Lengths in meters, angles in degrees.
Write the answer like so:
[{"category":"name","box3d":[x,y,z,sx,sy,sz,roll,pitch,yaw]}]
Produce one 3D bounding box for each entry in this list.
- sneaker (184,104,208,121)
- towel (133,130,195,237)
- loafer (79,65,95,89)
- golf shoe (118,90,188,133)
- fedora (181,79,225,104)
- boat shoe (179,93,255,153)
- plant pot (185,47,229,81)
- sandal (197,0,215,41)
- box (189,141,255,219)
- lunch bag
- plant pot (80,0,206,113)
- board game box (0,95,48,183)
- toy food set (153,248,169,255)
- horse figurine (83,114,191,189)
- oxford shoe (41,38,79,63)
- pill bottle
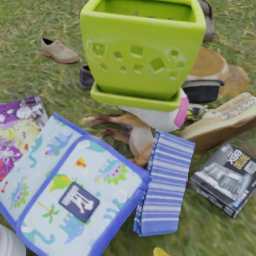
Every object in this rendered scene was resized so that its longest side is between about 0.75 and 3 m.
[{"category":"sneaker","box3d":[1.544,-0.356,7.383,1.232,0.459,0.521,17,66,17]},{"category":"towel","box3d":[0.722,1.025,5.055,0.213,1.296,1.790,9,82,42]},{"category":"loafer","box3d":[-0.415,-1.666,8.294,2.076,0.654,0.746,-14,51,-11]},{"category":"golf shoe","box3d":[0.281,-0.600,6.329,1.267,1.042,2.768,13,8,-24]},{"category":"fedora","box3d":[1.875,-0.919,7.253,1.199,1.199,0.548,-1,90,-1]},{"category":"boat shoe","box3d":[2.215,-0.158,6.791,2.641,0.968,0.828,-18,59,-26]},{"category":"plant pot","box3d":[2.171,-2.022,8.837,2.021,0.278,2.021,-1,48,1]},{"category":"sandal","box3d":[2.599,-4.354,10.497,1.212,0.810,2.967,1,49,1]},{"category":"box","box3d":[2.215,1.072,6.117,1.423,0.354,1.122,-37,56,-26]},{"category":"lunch bag","box3d":[-0.954,1.078,4.811,2.284,1.456,1.942,29,80,38]},{"category":"plant pot","box3d":[0.233,-1.304,4.823,1.757,1.602,1.765,8,37,4]},{"category":"board game box","box3d":[-2.606,0.377,6.746,1.639,0.441,2.730,-21,53,-12]},{"category":"toy food set","box3d":[0.662,2.501,4.062,0.587,1.797,1.057,-36,37,3]},{"category":"horse figurine","box3d":[0.050,0.375,6.453,1.831,0.689,2.762,-9,42,-25]},{"category":"oxford shoe","box3d":[-2.258,-2.531,9.111,1.453,0.543,0.512,19,52,16]},{"category":"pill bottle","box3d":[-2.937,1.566,3.926,1.611,2.819,1.611,-21,40,19]}]
